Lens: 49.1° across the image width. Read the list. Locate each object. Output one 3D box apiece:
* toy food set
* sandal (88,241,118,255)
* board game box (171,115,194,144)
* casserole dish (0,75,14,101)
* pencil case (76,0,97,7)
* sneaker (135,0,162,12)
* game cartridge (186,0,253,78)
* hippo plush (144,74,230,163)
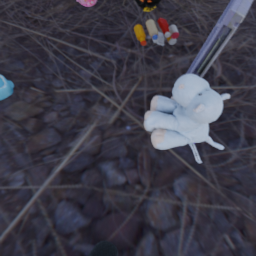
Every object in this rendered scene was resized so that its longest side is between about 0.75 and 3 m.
[{"bbox_3d":[0.938,-2.601,7.959,1.445,0.690,0.650,6,57,-36],"label":"toy food set"},{"bbox_3d":[-0.931,3.328,5.880,0.767,0.488,2.041,32,46,23],"label":"sandal"},{"bbox_3d":[1.925,-0.490,8.864,1.226,0.408,1.823,26,56,19],"label":"board game box"},{"bbox_3d":[-4.864,-1.251,9.506,1.879,0.365,1.138,-29,57,-22],"label":"casserole dish"},{"bbox_3d":[-0.998,-4.589,8.296,0.864,0.864,1.976,15,72,11],"label":"pencil case"},{"bbox_3d":[0.788,-3.916,7.998,1.043,1.341,2.981,-14,42,-16],"label":"sneaker"},{"bbox_3d":[2.019,-2.040,6.333,0.462,2.408,1.561,28,59,2],"label":"game cartridge"},{"bbox_3d":[1.187,-0.233,5.727,1.433,1.447,1.799,-27,71,-20],"label":"hippo plush"}]
